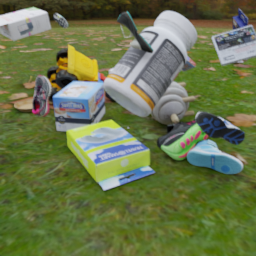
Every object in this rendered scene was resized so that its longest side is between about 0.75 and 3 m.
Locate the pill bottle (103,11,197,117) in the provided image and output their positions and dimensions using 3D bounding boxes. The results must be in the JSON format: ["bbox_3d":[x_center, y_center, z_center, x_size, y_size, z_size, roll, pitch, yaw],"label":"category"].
[{"bbox_3d":[0.688,-1.852,8.161,1.634,1.634,2.808,28,79,45],"label":"pill bottle"}]

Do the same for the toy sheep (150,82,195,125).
[{"bbox_3d":[1.690,-1.026,11.567,1.891,1.891,2.743,-3,31,-6],"label":"toy sheep"}]

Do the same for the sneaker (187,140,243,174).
[{"bbox_3d":[2.828,0.835,8.892,1.673,0.666,1.092,14,30,26],"label":"sneaker"}]

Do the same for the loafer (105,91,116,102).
[{"bbox_3d":[0.207,-1.776,13.868,2.871,1.008,0.975,8,37,17],"label":"loafer"}]

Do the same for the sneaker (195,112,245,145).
[{"bbox_3d":[2.339,-0.001,7.373,1.467,0.555,0.565,27,12,-18],"label":"sneaker"}]

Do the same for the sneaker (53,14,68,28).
[{"bbox_3d":[-2.871,-4.681,12.217,0.945,0.366,0.376,48,32,22],"label":"sneaker"}]

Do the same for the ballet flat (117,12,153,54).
[{"bbox_3d":[0.148,-2.316,7.083,0.419,1.225,0.417,-35,11,10],"label":"ballet flat"}]

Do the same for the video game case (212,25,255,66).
[{"bbox_3d":[3.190,-2.414,8.209,1.189,0.139,1.081,-14,63,10],"label":"video game case"}]

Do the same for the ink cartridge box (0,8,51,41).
[{"bbox_3d":[-3.175,-2.994,8.142,1.537,0.517,0.900,-31,46,-30],"label":"ink cartridge box"}]

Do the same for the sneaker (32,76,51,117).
[{"bbox_3d":[-2.793,-1.030,8.951,0.534,1.325,0.495,-5,-5,20],"label":"sneaker"}]

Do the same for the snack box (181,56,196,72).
[{"bbox_3d":[2.356,-3.431,13.586,2.090,0.254,0.751,28,-29,-34],"label":"snack box"}]

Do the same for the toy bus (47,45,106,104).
[{"bbox_3d":[-2.528,-2.257,13.835,2.684,2.796,1.897,17,48,-33],"label":"toy bus"}]

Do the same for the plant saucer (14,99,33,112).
[{"bbox_3d":[-4.677,-1.035,13.299,1.355,0.240,1.355,0,25,0],"label":"plant saucer"}]

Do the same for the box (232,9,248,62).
[{"bbox_3d":[4.280,-3.519,10.720,0.280,1.729,1.047,-12,42,9],"label":"box"}]

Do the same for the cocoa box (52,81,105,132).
[{"bbox_3d":[-1.952,-0.934,11.648,1.487,1.463,2.230,5,26,10],"label":"cocoa box"}]

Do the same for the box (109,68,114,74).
[{"bbox_3d":[0.159,-2.921,16.097,1.575,1.234,2.532,11,28,22],"label":"box"}]

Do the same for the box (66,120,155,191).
[{"bbox_3d":[-0.672,0.718,9.095,1.820,0.711,2.985,-15,28,-26],"label":"box"}]

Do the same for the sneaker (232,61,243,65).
[{"bbox_3d":[3.946,-2.627,10.303,0.344,0.543,0.966,-4,3,44],"label":"sneaker"}]

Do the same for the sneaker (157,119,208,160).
[{"bbox_3d":[2.068,0.077,9.956,1.233,1.130,2.944,23,32,32],"label":"sneaker"}]
